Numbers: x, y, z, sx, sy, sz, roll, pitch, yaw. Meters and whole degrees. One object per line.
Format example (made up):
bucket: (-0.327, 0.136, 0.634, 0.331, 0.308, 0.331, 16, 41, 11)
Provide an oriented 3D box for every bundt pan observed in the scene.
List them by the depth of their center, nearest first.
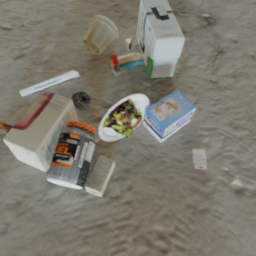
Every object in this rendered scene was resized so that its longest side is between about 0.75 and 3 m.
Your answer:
bundt pan: (-1.777, -1.093, 10.948, 0.836, 0.314, 0.836, 23, 49, -29)

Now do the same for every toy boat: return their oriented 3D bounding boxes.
toy boat: (-0.176, -2.564, 11.428, 1.423, 0.787, 1.693, -9, 9, 32)

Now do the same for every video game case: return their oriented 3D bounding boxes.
video game case: (-2.859, -1.682, 10.572, 1.962, 2.159, 0.252, -21, 102, -2)

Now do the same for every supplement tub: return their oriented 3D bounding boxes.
supplement tub: (-1.782, 0.879, 9.120, 1.229, 1.229, 2.005, 10, 70, 7)

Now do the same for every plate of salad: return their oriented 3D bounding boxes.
plate of salad: (-0.061, -0.246, 9.545, 2.113, 2.113, 0.507, -30, 60, -18)

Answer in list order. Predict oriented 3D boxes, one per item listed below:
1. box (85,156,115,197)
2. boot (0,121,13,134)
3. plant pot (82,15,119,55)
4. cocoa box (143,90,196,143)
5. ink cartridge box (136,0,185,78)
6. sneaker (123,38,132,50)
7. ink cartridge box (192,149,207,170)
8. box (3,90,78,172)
box: (-0.914, 1.592, 9.324, 0.579, 0.474, 1.218, 18, 58, 11)
boot: (-4.474, -0.115, 10.083, 0.992, 1.054, 0.361, 27, 73, 16)
plant pot: (-1.339, -4.109, 12.701, 1.410, 1.410, 1.291, 25, 71, 15)
cocoa box: (1.491, -0.447, 10.266, 1.575, 1.034, 1.050, -34, 68, -20)
ink cartridge box: (1.256, -3.874, 11.958, 1.175, 2.074, 2.829, -7, 56, -9)
sneaker: (-0.053, -3.749, 12.598, 0.375, 0.323, 0.886, 3, 40, 5)
ink cartridge box: (2.478, 1.131, 9.772, 0.440, 0.203, 0.807, 3, 53, 2)
box: (-2.911, 0.084, 9.724, 1.256, 1.474, 2.305, 21, 59, 13)
